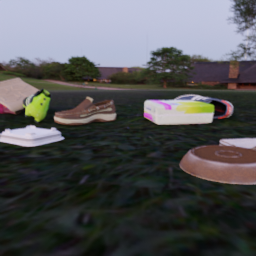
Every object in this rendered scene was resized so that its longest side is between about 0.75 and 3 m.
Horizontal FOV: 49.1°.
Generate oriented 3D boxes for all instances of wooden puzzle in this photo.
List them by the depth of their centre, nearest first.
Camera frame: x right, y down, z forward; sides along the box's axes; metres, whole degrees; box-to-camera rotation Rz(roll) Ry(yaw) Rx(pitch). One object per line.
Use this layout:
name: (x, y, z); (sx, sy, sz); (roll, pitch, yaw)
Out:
wooden puzzle: (-5.181, -1.473, 12.936); (2.201, 0.509, 2.038); (31, 37, 24)

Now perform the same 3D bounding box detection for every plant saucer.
plant saucer: (1.780, 0.583, 5.009); (1.682, 0.290, 1.682); (0, 11, 0)

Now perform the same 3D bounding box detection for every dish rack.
dish rack: (-2.546, 0.181, 7.343); (1.407, 0.306, 1.208); (5, 11, 32)

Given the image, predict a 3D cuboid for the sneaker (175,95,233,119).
sneaker: (3.004, -0.886, 11.646); (2.542, 0.953, 1.074); (4, 6, 21)

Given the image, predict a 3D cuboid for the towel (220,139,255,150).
towel: (2.768, 0.394, 6.308); (1.226, 0.211, 0.813); (-2, 11, -13)

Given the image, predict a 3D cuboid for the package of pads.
package of pads: (1.831, -0.607, 10.620); (2.225, 0.759, 1.719); (-1, 11, -12)

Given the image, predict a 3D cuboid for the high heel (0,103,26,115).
high heel: (-5.523, -1.291, 13.928); (1.271, 0.891, 2.643); (13, 14, 5)

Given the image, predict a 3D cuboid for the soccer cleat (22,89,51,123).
soccer cleat: (-3.537, -0.983, 11.077); (0.964, 1.157, 2.855); (33, -2, -25)

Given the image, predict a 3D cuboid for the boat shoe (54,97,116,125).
boat shoe: (-1.544, -0.675, 10.264); (2.493, 0.922, 0.921); (-8, 17, -43)
